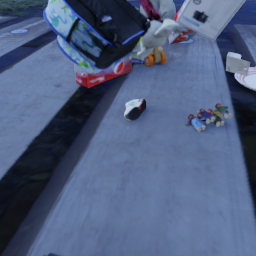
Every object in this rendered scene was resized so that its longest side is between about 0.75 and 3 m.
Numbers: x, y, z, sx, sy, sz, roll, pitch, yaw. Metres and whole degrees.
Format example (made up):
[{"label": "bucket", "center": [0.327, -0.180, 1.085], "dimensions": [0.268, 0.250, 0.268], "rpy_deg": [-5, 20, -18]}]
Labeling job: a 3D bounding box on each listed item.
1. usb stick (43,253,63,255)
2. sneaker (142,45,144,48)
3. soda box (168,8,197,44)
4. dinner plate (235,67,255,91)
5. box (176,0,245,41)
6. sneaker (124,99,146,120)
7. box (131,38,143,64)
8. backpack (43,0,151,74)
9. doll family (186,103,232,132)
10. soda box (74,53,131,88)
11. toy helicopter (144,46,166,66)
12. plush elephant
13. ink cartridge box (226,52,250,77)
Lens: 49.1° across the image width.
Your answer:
[{"label": "usb stick", "center": [-0.051, 2.461, 4.052], "dimensions": [2.859, 0.466, 0.793], "rpy_deg": [8, 36, 11]}, {"label": "sneaker", "center": [-0.090, -4.431, 14.563], "dimensions": [1.912, 0.837, 0.711], "rpy_deg": [1, 32, 2]}, {"label": "soda box", "center": [1.992, -3.562, 9.624], "dimensions": [0.780, 0.706, 2.228], "rpy_deg": [-11, 3, -6]}, {"label": "dinner plate", "center": [5.520, -1.776, 10.870], "dimensions": [2.672, 0.324, 2.672], "rpy_deg": [0, 33, 0]}, {"label": "box", "center": [2.067, -3.109, 6.429], "dimensions": [1.143, 1.960, 0.589], "rpy_deg": [26, 56, -6]}, {"label": "sneaker", "center": [0.109, -0.585, 8.985], "dimensions": [0.569, 0.428, 1.216], "rpy_deg": [2, 30, 32]}, {"label": "box", "center": [-0.108, -3.644, 12.416], "dimensions": [1.492, 2.447, 0.583], "rpy_deg": [6, 70, 9]}, {"label": "backpack", "center": [-0.590, -1.642, 4.477], "dimensions": [1.410, 1.036, 1.290], "rpy_deg": [44, 44, -2]}, {"label": "doll family", "center": [2.396, -0.342, 8.444], "dimensions": [1.340, 0.526, 0.775], "rpy_deg": [-11, 39, -11]}, {"label": "soda box", "center": [-0.964, -2.481, 11.449], "dimensions": [0.790, 0.872, 2.490], "rpy_deg": [27, 41, 36]}, {"label": "toy helicopter", "center": [1.138, -3.975, 12.556], "dimensions": [0.873, 2.213, 1.464], "rpy_deg": [-15, 53, -21]}, {"label": "plush elephant", "center": [0.561, -2.734, 7.291], "dimensions": [1.983, 1.633, 1.535], "rpy_deg": [34, 53, -10]}, {"label": "ink cartridge box", "center": [3.361, -1.931, 8.544], "dimensions": [0.684, 0.777, 0.174], "rpy_deg": [24, 76, 24]}]
